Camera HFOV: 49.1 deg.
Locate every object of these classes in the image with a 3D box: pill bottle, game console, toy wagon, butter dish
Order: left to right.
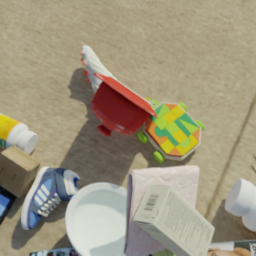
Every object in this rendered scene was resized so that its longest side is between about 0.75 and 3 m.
[{"bbox_3d":[-4.497,2.364,8.695,1.362,0.902,1.549,25,74,9],"label":"game console"},{"bbox_3d":[-4.029,0.201,9.391,1.823,1.028,1.028,23,72,7],"label":"pill bottle"},{"bbox_3d":[-0.346,-0.470,8.646,2.221,2.227,1.646,34,95,0],"label":"butter dish"},{"bbox_3d":[1.298,-0.100,9.770,2.001,0.510,2.579,-36,75,-12],"label":"toy wagon"},{"bbox_3d":[4.364,2.578,8.325,2.634,1.463,1.463,25,73,8],"label":"pill bottle"}]

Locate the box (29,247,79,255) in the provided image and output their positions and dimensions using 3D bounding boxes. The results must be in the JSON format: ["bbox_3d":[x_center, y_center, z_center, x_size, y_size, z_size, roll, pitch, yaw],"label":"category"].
[{"bbox_3d":[-1.600,4.342,8.044,2.484,0.495,1.701,-8,57,-3],"label":"box"}]

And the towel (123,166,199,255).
[{"bbox_3d":[0.916,2.156,7.492,2.371,0.382,2.264,1,97,-37],"label":"towel"}]

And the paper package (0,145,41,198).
[{"bbox_3d":[-3.523,1.378,8.875,1.164,0.632,1.221,30,116,11],"label":"paper package"}]

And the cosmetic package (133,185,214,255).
[{"bbox_3d":[1.150,2.326,6.723,1.990,0.727,1.030,47,57,-25],"label":"cosmetic package"}]

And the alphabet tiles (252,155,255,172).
[{"bbox_3d":[5.046,1.299,9.533,1.503,0.048,1.251,-23,73,-8],"label":"alphabet tiles"}]

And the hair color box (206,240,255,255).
[{"bbox_3d":[3.029,3.825,7.445,2.774,0.841,1.373,-16,51,24],"label":"hair color box"}]

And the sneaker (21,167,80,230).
[{"bbox_3d":[-2.278,2.250,8.731,1.508,0.829,2.059,9,64,12],"label":"sneaker"}]

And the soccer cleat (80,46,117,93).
[{"bbox_3d":[-0.982,-1.845,10.235,1.023,0.914,2.638,-20,79,-12],"label":"soccer cleat"}]

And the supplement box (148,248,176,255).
[{"bbox_3d":[1.075,3.884,8.347,0.867,0.583,0.868,-13,71,-4],"label":"supplement box"}]

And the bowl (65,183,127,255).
[{"bbox_3d":[-0.686,2.870,7.983,2.419,1.087,2.419,15,45,-15],"label":"bowl"}]
